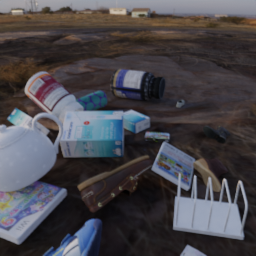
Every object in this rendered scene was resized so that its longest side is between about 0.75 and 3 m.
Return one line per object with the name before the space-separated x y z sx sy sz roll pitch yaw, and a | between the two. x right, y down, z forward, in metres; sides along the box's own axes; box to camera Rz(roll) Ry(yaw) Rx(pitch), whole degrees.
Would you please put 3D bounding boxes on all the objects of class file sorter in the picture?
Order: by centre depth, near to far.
file sorter | 2.200 2.057 7.635 1.787 1.113 1.240 5 27 10

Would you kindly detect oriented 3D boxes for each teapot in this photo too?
teapot | -3.422 0.664 8.567 2.297 1.700 2.328 -4 28 33

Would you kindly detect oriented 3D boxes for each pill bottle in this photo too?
pill bottle | -3.373 -1.289 12.957 2.529 1.444 1.444 41 39 10
pill bottle | 0.576 -2.425 16.040 2.890 1.617 1.617 11 28 20

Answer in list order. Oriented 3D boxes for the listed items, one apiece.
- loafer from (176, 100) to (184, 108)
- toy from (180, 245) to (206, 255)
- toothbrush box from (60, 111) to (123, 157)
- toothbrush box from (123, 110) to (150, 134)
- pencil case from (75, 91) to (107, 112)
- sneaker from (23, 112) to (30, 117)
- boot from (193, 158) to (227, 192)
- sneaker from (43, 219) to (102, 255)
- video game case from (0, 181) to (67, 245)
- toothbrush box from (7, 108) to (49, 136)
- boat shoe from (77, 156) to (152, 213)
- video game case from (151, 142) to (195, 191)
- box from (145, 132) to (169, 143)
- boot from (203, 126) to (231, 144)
loafer | 2.906 -1.388 15.422 0.307 0.307 0.879 14 29 23
toy | 1.670 3.171 6.380 0.988 0.233 0.569 18 29 31
toothbrush box | -1.344 0.224 11.005 2.329 0.993 1.705 0 43 1
toothbrush box | 0.243 -0.305 12.986 0.929 0.541 1.270 -23 34 -37
pencil case | -2.024 -1.203 14.359 0.925 1.004 2.173 52 42 6
sneaker | -4.614 -0.343 12.946 1.178 0.675 0.450 15 32 23
boot | 2.973 1.512 9.430 1.155 0.502 1.388 -3 37 -29
sneaker | -1.380 2.922 5.987 1.123 1.010 2.731 10 27 17
video game case | -3.659 2.161 8.356 2.946 0.265 2.109 11 28 21
toothbrush box | -4.232 -0.117 11.870 1.493 1.093 0.637 24 74 38
boat shoe | -0.226 1.705 8.700 2.733 0.962 0.961 -21 72 -35
video game case | 1.605 1.253 9.635 1.326 0.167 1.852 31 29 4
box | 1.244 0.393 12.002 1.014 0.176 0.558 4 27 8
boot | 3.830 0.167 12.081 1.158 0.401 1.008 36 36 9
